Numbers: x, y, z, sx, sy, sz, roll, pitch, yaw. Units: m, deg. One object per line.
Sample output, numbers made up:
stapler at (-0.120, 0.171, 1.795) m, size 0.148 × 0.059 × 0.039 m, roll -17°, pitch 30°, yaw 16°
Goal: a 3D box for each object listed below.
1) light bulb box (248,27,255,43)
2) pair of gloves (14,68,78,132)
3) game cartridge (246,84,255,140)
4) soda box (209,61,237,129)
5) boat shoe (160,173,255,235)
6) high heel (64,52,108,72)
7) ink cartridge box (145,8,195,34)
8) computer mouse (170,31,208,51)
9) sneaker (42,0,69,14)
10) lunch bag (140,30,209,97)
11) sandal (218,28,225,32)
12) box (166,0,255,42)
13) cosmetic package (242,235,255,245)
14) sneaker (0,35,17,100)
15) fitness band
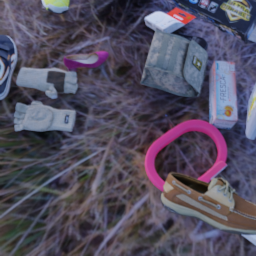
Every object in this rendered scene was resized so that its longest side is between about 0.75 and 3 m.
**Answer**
light bulb box at (5.833, -4.750, 9.794) m, size 1.783 × 2.858 × 2.833 m, roll 25°, pitch 69°, yaw 10°
pair of gloves at (-2.769, -0.980, 9.530) m, size 2.061 × 0.425 × 2.424 m, roll 0°, pitch 69°, yaw -4°
game cartridge at (2.620, -0.524, 5.568) m, size 0.275 × 0.905 × 1.357 m, roll 18°, pitch 46°, yaw 11°
soda box at (3.149, -1.118, 9.387) m, size 0.710 × 0.763 × 2.232 m, roll 6°, pitch 67°, yaw 3°
boat shoe at (1.849, 1.538, 5.973) m, size 2.369 × 0.896 × 0.875 m, roll 10°, pitch 106°, yaw 21°
high heel at (-1.480, -2.516, 9.969) m, size 1.643 × 0.788 × 0.553 m, roll -18°, pitch 68°, yaw -8°
ink cartridge box at (1.591, -4.187, 10.690) m, size 1.519 × 0.359 × 1.216 m, roll -34°, pitch 50°, yaw -10°
computer mouse at (2.082, -3.121, 10.450) m, size 1.824 × 0.481 × 1.263 m, roll 26°, pitch 69°, yaw 22°
sneaker at (-1.651, -3.402, 6.505) m, size 0.665 × 0.674 × 1.765 m, roll 3°, pitch 63°, yaw -17°
lunch bag at (1.675, -2.141, 9.590) m, size 2.111 × 1.241 × 1.731 m, roll 17°, pitch 66°, yaw 1°
sandal at (4.030, -4.637, 11.050) m, size 0.714 × 0.454 × 1.899 m, roll 15°, pitch 68°, yaw 6°
box at (1.749, -3.072, 6.783) m, size 2.862 × 2.883 × 0.716 m, roll 32°, pitch 114°, yaw 13°
cosmetic package at (3.693, 2.949, 7.836) m, size 1.270 × 0.470 × 0.646 m, roll 37°, pitch 72°, yaw 12°
sneaker at (-4.582, -2.376, 9.784) m, size 1.054 × 1.067 × 2.687 m, roll -6°, pitch 66°, yaw -1°
fitness band at (1.827, 0.908, 8.714) m, size 2.733 × 0.511 × 1.962 m, roll -33°, pitch 68°, yaw -14°
